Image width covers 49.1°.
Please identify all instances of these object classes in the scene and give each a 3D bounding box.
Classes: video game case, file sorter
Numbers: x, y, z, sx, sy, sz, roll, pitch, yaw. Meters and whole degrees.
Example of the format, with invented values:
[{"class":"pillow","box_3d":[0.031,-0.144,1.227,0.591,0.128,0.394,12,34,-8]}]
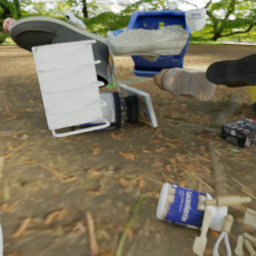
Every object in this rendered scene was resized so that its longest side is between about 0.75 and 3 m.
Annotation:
[{"class":"video game case","box_3d":[0.392,-1.039,12.562,0.200,1.586,2.216,-31,34,-21]},{"class":"file sorter","box_3d":[-1.237,-0.908,6.179,1.329,1.915,1.192,-12,14,-16]}]

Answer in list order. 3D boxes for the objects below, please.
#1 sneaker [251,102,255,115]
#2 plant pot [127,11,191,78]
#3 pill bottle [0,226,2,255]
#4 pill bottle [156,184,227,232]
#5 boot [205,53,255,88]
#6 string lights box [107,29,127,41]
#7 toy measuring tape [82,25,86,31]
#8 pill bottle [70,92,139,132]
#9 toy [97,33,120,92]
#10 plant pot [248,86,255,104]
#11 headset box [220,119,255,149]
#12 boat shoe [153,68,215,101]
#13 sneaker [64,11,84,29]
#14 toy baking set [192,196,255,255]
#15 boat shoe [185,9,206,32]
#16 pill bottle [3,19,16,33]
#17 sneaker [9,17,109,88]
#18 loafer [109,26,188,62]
[{"class":"sneaker","box_3d":[3.438,-0.138,6.417,0.676,1.769,1.014,-33,33,0]},{"class":"plant pot","box_3d":[1.362,-3.603,12.302,2.549,2.292,2.550,3,40,9]},{"class":"pill bottle","box_3d":[-3.772,2.250,4.700,2.827,1.549,1.549,-5,23,-11]},{"class":"pill bottle","box_3d":[1.446,1.855,6.464,1.456,0.842,0.842,13,24,6]},{"class":"boot","box_3d":[3.318,-1.389,7.349,2.107,0.816,1.458,12,5,37]},{"class":"string lights box","box_3d":[-0.399,-4.253,12.975,1.045,0.308,0.537,-18,57,-20]},{"class":"toy measuring tape","box_3d":[-2.397,-3.519,12.698,0.907,2.466,0.907,3,-6,0]},{"class":"pill bottle","box_3d":[-1.035,-0.679,11.653,2.831,1.583,1.583,-4,23,-11]},{"class":"toy","box_3d":[-1.015,-2.749,12.123,0.554,2.345,1.350,-27,41,-15]},{"class":"plant pot","box_3d":[6.770,-1.522,12.802,2.680,2.680,1.902,10,64,22]},{"class":"headset box","box_3d":[4.601,0.168,10.894,1.566,0.605,1.165,-12,26,-29]},{"class":"boat shoe","box_3d":[2.097,-1.631,10.143,2.908,1.101,1.044,7,9,-42]},{"class":"sneaker","box_3d":[-2.034,-3.944,10.398,0.857,0.321,0.372,37,40,-16]},{"class":"toy baking set","box_3d":[2.133,2.069,5.805,1.814,0.211,1.393,4,54,-12]},{"class":"boat shoe","box_3d":[2.114,-3.429,8.903,0.700,0.622,1.903,4,26,17]},{"class":"pill bottle","box_3d":[-4.077,-3.629,10.373,0.957,0.524,0.524,28,30,12]},{"class":"sneaker","box_3d":[-1.811,-2.055,7.813,2.853,1.067,1.515,6,58,-23]},{"class":"loafer","box_3d":[0.683,-2.462,8.566,2.784,0.972,0.974,-15,46,-28]}]
